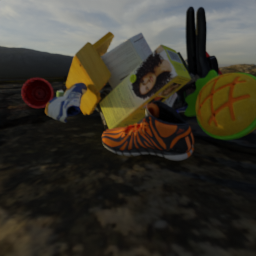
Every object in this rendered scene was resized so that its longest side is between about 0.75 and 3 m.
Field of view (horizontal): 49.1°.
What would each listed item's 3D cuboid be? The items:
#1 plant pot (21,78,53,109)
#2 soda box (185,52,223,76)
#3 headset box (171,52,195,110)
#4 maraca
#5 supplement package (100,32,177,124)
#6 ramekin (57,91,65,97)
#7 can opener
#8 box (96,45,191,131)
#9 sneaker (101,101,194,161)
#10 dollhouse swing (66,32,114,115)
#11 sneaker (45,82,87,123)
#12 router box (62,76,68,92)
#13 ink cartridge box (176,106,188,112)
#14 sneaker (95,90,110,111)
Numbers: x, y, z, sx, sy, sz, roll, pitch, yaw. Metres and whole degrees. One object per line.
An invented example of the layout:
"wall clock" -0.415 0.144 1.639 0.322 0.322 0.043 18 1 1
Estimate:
"plant pot" -4.914 -1.890 15.433 1.634 1.634 1.488 -3 5 -11
"soda box" 2.923 -2.250 10.589 0.778 0.859 2.453 -38 -13 20
"headset box" 1.422 -1.813 12.082 2.572 1.193 2.239 -19 50 2
"maraca" 2.412 -0.664 7.261 1.390 1.781 2.598 30 7 -31
"supplement package" 0.352 -1.638 9.502 1.416 2.586 1.471 -25 14 28
"ramekin" -3.525 -1.829 16.767 1.589 0.776 1.589 0 13 0
"can opener" 2.122 -2.352 8.612 0.838 2.645 1.040 13 44 42
"box" 0.327 -0.993 8.238 0.747 1.122 2.982 2 -33 -47
"sneaker" 0.371 -0.030 6.984 2.484 1.392 0.964 2 41 22
"dollhouse swing" -0.969 -1.861 9.664 1.868 1.931 2.125 -30 -6 -27
"sneaker" -1.626 -0.707 8.205 0.743 0.635 1.686 32 48 10
"router box" -2.149 -1.720 11.057 0.813 0.639 0.212 2 -24 3
"ink cartridge box" 1.778 -1.123 13.664 1.773 0.391 1.806 -7 22 -10
"sneaker" -1.274 -1.284 11.847 0.733 1.029 2.074 32 2 32
